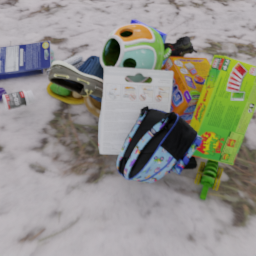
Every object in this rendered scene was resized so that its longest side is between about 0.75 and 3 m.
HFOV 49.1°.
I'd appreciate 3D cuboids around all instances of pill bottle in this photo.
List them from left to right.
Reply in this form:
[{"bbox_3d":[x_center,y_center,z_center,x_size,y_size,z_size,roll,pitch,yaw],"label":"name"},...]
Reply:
[{"bbox_3d":[-4.199,-1.090,10.756,1.056,0.602,0.602,-18,46,-26],"label":"pill bottle"}]

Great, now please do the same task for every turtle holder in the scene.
[{"bbox_3d":[-0.085,-2.180,9.179,1.808,2.546,1.934,-10,72,-47],"label":"turtle holder"}]

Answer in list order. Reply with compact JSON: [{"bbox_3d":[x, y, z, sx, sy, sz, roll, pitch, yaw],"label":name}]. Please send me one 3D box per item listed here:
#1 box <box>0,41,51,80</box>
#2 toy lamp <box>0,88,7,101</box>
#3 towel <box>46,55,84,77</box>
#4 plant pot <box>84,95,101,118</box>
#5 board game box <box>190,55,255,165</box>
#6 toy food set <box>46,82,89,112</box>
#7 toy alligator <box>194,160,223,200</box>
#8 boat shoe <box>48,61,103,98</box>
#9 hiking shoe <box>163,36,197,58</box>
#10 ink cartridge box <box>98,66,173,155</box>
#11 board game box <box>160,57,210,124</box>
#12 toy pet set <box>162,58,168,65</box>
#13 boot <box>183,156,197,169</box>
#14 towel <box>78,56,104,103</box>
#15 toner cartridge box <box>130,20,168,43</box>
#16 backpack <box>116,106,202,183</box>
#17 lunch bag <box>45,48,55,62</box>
[{"bbox_3d":[-5.004,-3.202,13.266,2.777,0.450,1.682,-8,65,-1],"label":"box"},{"bbox_3d":[-5.897,-1.021,11.350,0.595,0.595,2.044,27,48,26],"label":"toy lamp"},{"bbox_3d":[-2.152,-2.031,9.662,1.161,0.497,0.961,-7,28,43],"label":"towel"},{"bbox_3d":[-0.779,-1.286,11.365,2.032,0.279,2.032,2,64,-3],"label":"plant pot"},{"bbox_3d":[2.763,-0.472,8.097,1.457,2.869,0.683,13,14,-12],"label":"board game box"},{"bbox_3d":[-2.275,-1.874,11.991,2.849,0.930,1.676,23,47,22],"label":"toy food set"},{"bbox_3d":[2.663,1.189,8.892,0.715,0.654,2.412,18,46,17],"label":"toy alligator"},{"bbox_3d":[-1.412,-1.304,8.592,2.094,0.748,0.626,23,62,-22],"label":"boat shoe"},{"bbox_3d":[1.538,-2.513,9.534,1.527,0.769,0.578,-7,51,42],"label":"hiking shoe"},{"bbox_3d":[0.194,-0.483,8.813,2.186,2.696,0.676,2,9,-8],"label":"ink cartridge box"},{"bbox_3d":[1.975,-1.231,9.661,1.695,1.694,1.694,-7,63,-31],"label":"board game box"},{"bbox_3d":[1.407,-3.733,14.220,1.583,0.900,1.696,10,11,11],"label":"toy pet set"},{"bbox_3d":[1.627,0.828,9.403,1.386,0.513,1.136,3,44,-5],"label":"boot"},{"bbox_3d":[-1.033,-1.665,10.093,0.547,2.252,1.257,35,91,27],"label":"towel"},{"bbox_3d":[0.670,-3.389,10.385,1.513,0.718,0.327,35,36,24],"label":"toner cartridge box"},{"bbox_3d":[0.709,0.629,7.689,2.098,1.411,1.915,-56,24,-5],"label":"backpack"},{"bbox_3d":[-4.510,-3.765,14.305,1.191,0.573,1.485,-26,48,-22],"label":"lunch bag"}]
